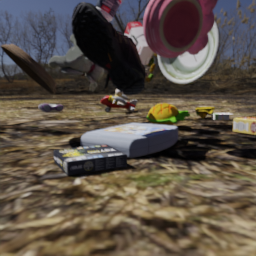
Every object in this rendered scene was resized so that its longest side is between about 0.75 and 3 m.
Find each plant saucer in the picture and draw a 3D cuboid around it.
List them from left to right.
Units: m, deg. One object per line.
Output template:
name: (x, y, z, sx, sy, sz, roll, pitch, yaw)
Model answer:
plant saucer: (-2.660, -1.630, 7.687, 1.825, 0.269, 1.825, 37, -11, 9)
plant saucer: (1.135, -2.418, 6.514, 1.628, 1.628, 0.413, -5, 27, -29)
plant saucer: (2.348, -2.980, 10.603, 0.685, 2.730, 2.730, 0, 6, -43)

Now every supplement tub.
supplement tub: (-0.636, -3.552, 8.255, 0.620, 0.883, 0.620, 29, 5, -3)

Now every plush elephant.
plush elephant: (-1.543, -2.326, 10.337, 1.999, 1.647, 1.548, 25, -14, 38)

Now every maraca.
maraca: (1.472, -0.452, 10.462, 1.674, 0.896, 1.148, 8, 34, 42)

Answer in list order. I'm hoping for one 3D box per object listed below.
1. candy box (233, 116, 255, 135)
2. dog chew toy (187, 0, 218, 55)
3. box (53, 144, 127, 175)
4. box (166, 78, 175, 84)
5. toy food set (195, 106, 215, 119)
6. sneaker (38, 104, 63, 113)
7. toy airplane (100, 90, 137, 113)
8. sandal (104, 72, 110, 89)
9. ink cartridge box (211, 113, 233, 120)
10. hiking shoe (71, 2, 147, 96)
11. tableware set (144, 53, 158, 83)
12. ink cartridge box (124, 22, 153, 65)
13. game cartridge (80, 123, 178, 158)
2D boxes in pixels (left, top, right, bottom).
candy box: (4.475, -0.033, 9.009, 1.059, 0.512, 1.814, -7, 10, -37)
dog chew toy: (1.822, -3.113, 7.849, 1.331, 2.137, 1.331, -6, 34, 4)
box: (-0.764, 0.603, 5.524, 1.197, 0.294, 0.964, -4, 13, -28)
box: (2.332, -2.727, 13.293, 0.577, 1.153, 0.432, 25, -1, -10)
toy food set: (3.749, -0.718, 13.594, 0.905, 0.502, 1.538, 1, 13, 23)
sneaker: (-4.618, -1.136, 16.688, 1.432, 0.536, 0.713, 3, -4, -25)
toy airplane: (-0.407, -1.609, 16.475, 1.950, 1.382, 1.958, -10, 16, -40)
sandal: (-0.895, -2.670, 14.345, 0.337, 1.497, 0.562, 18, 31, 3)
ink cartridge box: (4.346, -0.519, 12.944, 0.863, 0.291, 0.506, 0, 9, 0)
hiking shoe: (-0.408, -1.962, 6.870, 0.923, 2.437, 1.227, -25, 24, 28)
tableware set: (1.126, -2.813, 13.143, 0.234, 1.526, 1.028, 28, 36, 18)
ink cartridge box: (0.340, -2.928, 9.773, 0.511, 1.233, 0.905, -14, -28, -26)
game cartridge: (0.239, 0.250, 7.352, 1.710, 0.533, 2.567, 1, 8, 33)
